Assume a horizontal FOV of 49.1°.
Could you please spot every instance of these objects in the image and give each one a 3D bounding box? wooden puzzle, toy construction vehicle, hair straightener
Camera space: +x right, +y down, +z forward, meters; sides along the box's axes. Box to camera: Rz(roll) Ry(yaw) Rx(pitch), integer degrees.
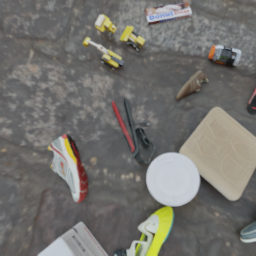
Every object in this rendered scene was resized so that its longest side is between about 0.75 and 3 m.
[{"bbox_3d":[2.919,0.762,8.743,2.149,0.537,2.321,41,61,6],"label":"wooden puzzle"},{"bbox_3d":[-0.421,-2.908,9.486,1.799,0.634,1.566,32,83,-18],"label":"toy construction vehicle"},{"bbox_3d":[0.283,0.054,9.126,0.927,0.493,2.409,-20,71,-8],"label":"hair straightener"}]

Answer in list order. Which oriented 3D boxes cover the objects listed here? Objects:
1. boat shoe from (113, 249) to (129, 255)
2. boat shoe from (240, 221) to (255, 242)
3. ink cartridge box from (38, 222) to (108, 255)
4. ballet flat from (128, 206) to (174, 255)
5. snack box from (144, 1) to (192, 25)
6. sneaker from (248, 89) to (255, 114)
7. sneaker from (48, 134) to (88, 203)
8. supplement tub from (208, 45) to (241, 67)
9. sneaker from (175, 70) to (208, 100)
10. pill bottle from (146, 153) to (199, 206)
[{"bbox_3d":[-0.144,4.432,7.935,0.544,0.682,1.804,-3,60,-2],"label":"boat shoe"},{"bbox_3d":[4.154,2.590,8.282,2.195,0.799,0.678,-28,85,-6],"label":"boat shoe"},{"bbox_3d":[-1.313,3.570,7.283,0.974,2.312,1.688,-39,80,-4],"label":"ink cartridge box"},{"bbox_3d":[0.554,3.214,7.931,0.819,0.817,2.444,36,64,-17],"label":"ballet flat"},{"bbox_3d":[1.480,-4.287,10.431,1.671,0.203,0.601,-13,75,-4],"label":"snack box"},{"bbox_3d":[4.598,-1.229,9.460,0.618,0.727,1.677,27,101,6],"label":"sneaker"},{"bbox_3d":[-1.874,1.313,8.758,0.878,0.832,2.137,-24,70,4],"label":"sneaker"},{"bbox_3d":[3.358,-2.530,9.778,0.969,0.594,0.594,16,76,3],"label":"supplement tub"},{"bbox_3d":[2.190,-1.376,9.491,0.512,0.477,1.355,42,79,8],"label":"sneaker"},{"bbox_3d":[1.178,1.481,7.794,1.302,2.339,1.302,-1,77,5],"label":"pill bottle"}]
